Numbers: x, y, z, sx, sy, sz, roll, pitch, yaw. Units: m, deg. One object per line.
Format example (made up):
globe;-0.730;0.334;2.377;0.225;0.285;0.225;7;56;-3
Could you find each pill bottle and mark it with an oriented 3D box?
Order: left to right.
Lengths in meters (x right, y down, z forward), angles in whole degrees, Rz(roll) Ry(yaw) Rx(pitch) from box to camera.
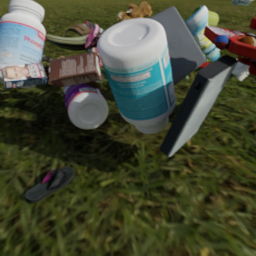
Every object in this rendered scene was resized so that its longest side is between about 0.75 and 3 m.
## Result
pill bottle;-3.608;-2.784;9.363;1.463;2.690;1.463;9;-3;1
pill bottle;-1.786;-1.149;11.229;1.485;1.485;2.642;-9;32;-15
pill bottle;0.363;-1.177;7.491;1.656;2.989;1.656;-9;46;10

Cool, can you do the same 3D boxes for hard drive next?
hard drive;1.729;-0.524;7.042;0.399;2.424;1.692;37;44;19

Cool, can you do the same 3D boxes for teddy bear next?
teddy bear;0.247;-4.663;11.602;1.060;0.488;1.462;38;68;26

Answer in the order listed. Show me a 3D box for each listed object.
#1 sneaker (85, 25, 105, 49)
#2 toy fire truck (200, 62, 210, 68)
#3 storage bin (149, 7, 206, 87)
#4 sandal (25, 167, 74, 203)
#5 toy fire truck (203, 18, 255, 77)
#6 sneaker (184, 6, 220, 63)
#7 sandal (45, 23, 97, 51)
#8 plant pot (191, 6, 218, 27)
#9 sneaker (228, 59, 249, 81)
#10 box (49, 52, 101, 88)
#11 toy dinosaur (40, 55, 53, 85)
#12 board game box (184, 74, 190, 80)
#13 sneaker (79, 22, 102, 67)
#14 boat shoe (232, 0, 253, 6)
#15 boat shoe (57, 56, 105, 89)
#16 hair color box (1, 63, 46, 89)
sneaker;-1.018;-2.786;8.821;0.514;0.426;1.078;8;-18;-27
toy fire truck;3.540;-4.280;16.548;2.463;1.645;2.933;8;28;-23
storage bin;1.216;-2.506;9.252;1.724;2.567;1.868;-32;4;0
sandal;-2.154;1.511;7.898;0.604;0.385;1.607;20;37;30
toy fire truck;2.832;-2.035;6.852;1.705;1.139;2.031;7;32;-3
sneaker;2.661;-3.102;9.684;1.026;1.685;2.581;-39;1;12
sandal;-1.504;-3.307;10.029;2.840;0.810;1.128;-6;3;-1
plant pot;3.367;-4.694;12.206;0.927;1.008;1.008;-2;30;-22
sneaker;3.509;-1.748;8.357;0.550;0.701;1.411;14;-12;-34
box;-1.214;-1.321;6.443;1.126;0.422;0.564;-7;67;7
toy dinosaur;-3.968;-3.017;14.981;1.764;1.327;2.599;19;14;-1
board game box;2.172;-2.387;11.824;0.958;0.502;0.112;10;22;-13
sneaker;-1.624;-3.527;12.184;0.770;2.062;0.831;-22;-13;22
boat shoe;4.013;-4.570;9.914;0.644;0.561;1.748;26;31;-5
boat shoe;-1.701;-2.093;10.155;1.835;0.679;0.609;31;65;-6
hair color box;-2.670;-1.350;7.183;1.013;0.307;0.507;-12;66;-27
